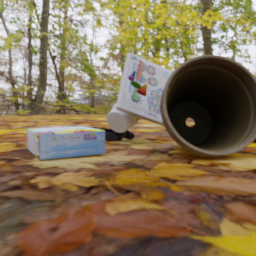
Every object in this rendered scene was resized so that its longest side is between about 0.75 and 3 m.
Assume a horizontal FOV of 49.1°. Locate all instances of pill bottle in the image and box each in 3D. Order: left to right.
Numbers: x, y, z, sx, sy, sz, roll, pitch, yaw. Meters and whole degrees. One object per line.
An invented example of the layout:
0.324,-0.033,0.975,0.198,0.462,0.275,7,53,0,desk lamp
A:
0.030,-0.713,11.452,1.148,1.148,2.009,3,33,33,pill bottle

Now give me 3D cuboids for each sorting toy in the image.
0.378,-1.537,9.508,0.413,0.410,1.192,22,-13,34,sorting toy

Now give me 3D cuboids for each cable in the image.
-0.880,0.210,12.396,2.262,0.575,1.846,1,4,19,cable

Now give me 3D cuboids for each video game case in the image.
0.756,-1.442,10.679,2.197,2.414,0.286,19,-25,-20,video game case

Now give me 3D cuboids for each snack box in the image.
-2.017,0.395,8.742,1.924,0.772,2.281,-3,4,-28,snack box

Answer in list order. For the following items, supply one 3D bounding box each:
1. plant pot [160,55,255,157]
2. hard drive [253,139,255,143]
2.320,-0.439,8.922,2.941,2.941,2.552,0,-11,-3,plant pot
5.162,-0.023,11.118,0.873,1.294,0.274,5,-30,27,hard drive
